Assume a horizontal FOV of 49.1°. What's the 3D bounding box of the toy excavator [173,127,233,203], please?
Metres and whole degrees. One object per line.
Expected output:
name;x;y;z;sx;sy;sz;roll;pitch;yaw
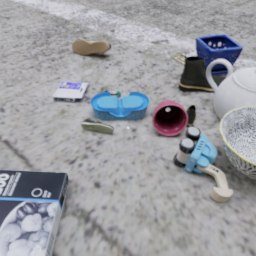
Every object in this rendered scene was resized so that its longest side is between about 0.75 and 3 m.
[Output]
toy excavator;2.364;1.096;8.556;1.936;0.967;1.882;25;47;14

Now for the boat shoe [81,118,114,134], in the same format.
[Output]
boat shoe;-1.076;-0.102;10.210;1.250;0.449;0.423;12;46;17

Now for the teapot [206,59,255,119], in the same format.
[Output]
teapot;4.579;-1.351;10.459;2.779;2.030;2.743;-3;40;-2

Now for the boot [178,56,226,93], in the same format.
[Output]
boot;3.384;-2.363;12.009;2.254;1.559;0.873;-6;41;-8

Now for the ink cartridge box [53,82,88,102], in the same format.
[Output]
ink cartridge box;-2.440;-1.559;12.050;1.246;0.270;1.235;3;41;7

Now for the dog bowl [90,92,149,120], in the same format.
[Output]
dog bowl;-0.315;-0.836;10.990;2.281;0.566;1.272;-2;40;-2

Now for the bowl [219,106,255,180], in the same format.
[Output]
bowl;4.144;0.702;8.559;2.917;1.369;2.917;0;41;0

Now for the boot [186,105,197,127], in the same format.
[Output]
boot;2.427;-0.667;10.600;0.452;0.807;1.167;5;40;6

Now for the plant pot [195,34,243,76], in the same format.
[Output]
plant pot;4.173;-3.410;13.315;1.620;1.456;1.620;-10;41;-11

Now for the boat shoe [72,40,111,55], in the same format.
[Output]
boat shoe;-1.937;-4.289;14.932;2.254;0.811;0.730;5;14;25

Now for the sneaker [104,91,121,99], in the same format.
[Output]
sneaker;-0.754;-1.382;11.732;1.059;0.423;0.378;-25;47;-27

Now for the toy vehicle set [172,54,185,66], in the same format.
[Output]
toy vehicle set;2.823;-3.511;14.454;0.627;0.134;1.009;-22;45;-23

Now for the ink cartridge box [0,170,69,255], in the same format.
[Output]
ink cartridge box;-3.234;2.336;7.236;2.899;0.629;2.872;0;41;2

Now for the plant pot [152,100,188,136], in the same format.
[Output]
plant pot;1.467;-0.476;10.193;1.239;1.239;1.109;1;25;1
